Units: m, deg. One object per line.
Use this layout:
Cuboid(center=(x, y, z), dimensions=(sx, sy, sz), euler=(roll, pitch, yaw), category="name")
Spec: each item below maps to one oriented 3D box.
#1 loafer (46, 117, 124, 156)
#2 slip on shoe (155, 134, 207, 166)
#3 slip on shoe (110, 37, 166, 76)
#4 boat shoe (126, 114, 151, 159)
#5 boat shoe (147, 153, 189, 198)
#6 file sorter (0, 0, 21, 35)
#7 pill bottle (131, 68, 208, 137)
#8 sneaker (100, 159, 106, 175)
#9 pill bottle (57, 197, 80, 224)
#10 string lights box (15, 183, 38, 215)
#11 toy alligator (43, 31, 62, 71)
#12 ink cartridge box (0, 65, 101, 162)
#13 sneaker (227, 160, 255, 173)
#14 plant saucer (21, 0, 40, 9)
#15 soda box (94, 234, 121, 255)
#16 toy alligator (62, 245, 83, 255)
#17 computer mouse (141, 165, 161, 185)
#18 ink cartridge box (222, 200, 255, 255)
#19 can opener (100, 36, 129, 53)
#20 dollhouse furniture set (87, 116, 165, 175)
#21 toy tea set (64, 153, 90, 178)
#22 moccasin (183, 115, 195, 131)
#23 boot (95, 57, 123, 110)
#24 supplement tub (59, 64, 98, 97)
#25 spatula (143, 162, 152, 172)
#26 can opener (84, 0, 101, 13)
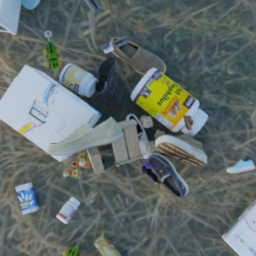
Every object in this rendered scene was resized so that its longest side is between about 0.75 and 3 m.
Cuboid(center=(-1.333, 0.258, 8.461), dimensions=(2.333, 0.883, 0.797), euler=(-15, 92, -7), category="loafer")
Cuboid(center=(1.901, 0.619, 9.756), dimensions=(1.079, 2.838, 0.860), euler=(-15, 62, 40), category="slip on shoe")
Cuboid(center=(0.370, -2.748, 10.749), dimensions=(2.385, 0.723, 0.907), euler=(34, 87, 2), category="slip on shoe")
Cuboid(center=(0.364, 0.341, 10.643), dimensions=(0.670, 0.595, 1.820), euler=(-27, 87, -1), category="boat shoe")
Cuboid(center=(1.242, 1.531, 9.048), dimensions=(0.619, 0.558, 1.722), euler=(-45, 77, 21), category="boat shoe")
Cuboid(center=(-4.923, -4.726, 10.547), dimensions=(1.179, 1.314, 1.894), euler=(9, 90, 4), category="file sorter")
Cuboid(center=(1.527, -0.854, 10.268), dimensions=(2.676, 1.462, 1.462), euler=(38, 87, 2), category="pill bottle")
Cuboid(center=(-0.969, 1.478, 10.476), dimensions=(0.564, 0.985, 0.376), euler=(51, 63, -17), category="sneaker")
Cuboid(center=(-1.987, 2.749, 9.360), dimensions=(0.430, 0.430, 0.784), euler=(35, 64, 2), category="pill bottle")
Cuboid(center=(-3.841, 2.677, 10.654), dimensions=(0.543, 0.312, 1.057), euler=(-17, 87, -1), category="string lights box")
Cuboid(center=(-2.497, -2.446, 9.181), dimensions=(0.526, 0.381, 1.587), euler=(-6, 67, -15), category="toy alligator")
Cuboid(center=(-2.705, -0.502, 9.890), dimensions=(2.761, 2.032, 1.997), euler=(36, 93, 0), category="ink cartridge box")
Cuboid(center=(4.272, 1.464, 10.750), dimensions=(1.037, 0.383, 0.425), euler=(-9, 60, 3), category="sneaker")
Cuboid(center=(-3.689, -5.500, 10.740), dimensions=(1.797, 0.346, 1.797), euler=(14, 112, 37), category="plant saucer")
Cuboid(center=(-0.667, 4.683, 10.472), dimensions=(0.432, 0.457, 1.349), euler=(-39, 87, -2), category="soda box")
Cuboid(center=(-2.336, 5.221, 10.450), dimensions=(0.720, 0.522, 2.172), euler=(30, 96, 2), category="toy alligator")
Cuboid(center=(1.040, 1.379, 9.828), dimensions=(0.853, 1.555, 0.341), euler=(43, 116, 5), category="computer mouse")
Cuboid(center=(5.382, 4.220, 10.140), dimensions=(2.431, 0.853, 2.991), euler=(-46, 73, -3), category="ink cartridge box")
Cuboid(center=(-0.469, -2.715, 9.156), dimensions=(1.006, 0.336, 0.268), euler=(-14, 98, 34), category="can opener")
Cuboid(center=(-0.097, 0.361, 10.065), dimensions=(2.837, 1.256, 1.471), euler=(-17, 116, -11), category="dollhouse furniture set")
Cuboid(center=(-1.758, 1.296, 9.396), dimensions=(1.026, 0.380, 0.610), euler=(-46, 51, -1), category="toy tea set")
Cuboid(center=(1.944, -0.165, 8.841), dimensions=(0.319, 0.826, 0.302), euler=(-9, 111, 9), category="moccasin")
Cuboid(center=(-0.579, -1.638, 10.410), dimensions=(0.557, 1.401, 1.610), euler=(15, 80, 31), category="boot")
Cuboid(center=(-1.825, -1.746, 10.413), dimensions=(1.213, 0.882, 0.882), euler=(29, 87, 8), category="supplement tub")
Cuboid(center=(0.692, 1.346, 9.460), dimensions=(0.107, 1.043, 0.295), euler=(-38, 65, -2), category="spatula")
Cuboid(center=(-1.391, -4.577, 9.675), dimensions=(0.375, 0.470, 1.406), euler=(-30, 64, -7), category="can opener")
